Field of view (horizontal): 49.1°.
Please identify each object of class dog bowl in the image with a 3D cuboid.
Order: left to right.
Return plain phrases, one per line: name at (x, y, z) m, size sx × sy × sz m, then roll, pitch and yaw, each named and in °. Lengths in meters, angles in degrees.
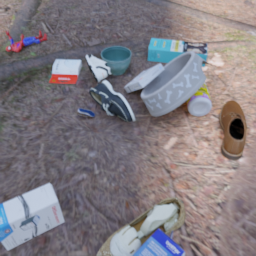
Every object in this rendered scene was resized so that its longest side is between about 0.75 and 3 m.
dog bowl at (1.701, -1.754, 10.731) m, size 0.858 × 2.927 × 2.927 m, roll 46°, pitch 47°, yaw -17°

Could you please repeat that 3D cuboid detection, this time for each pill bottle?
pill bottle at (2.823, -1.367, 11.509) m, size 0.928 × 0.928 × 1.779 m, roll 1°, pitch 45°, yaw 1°

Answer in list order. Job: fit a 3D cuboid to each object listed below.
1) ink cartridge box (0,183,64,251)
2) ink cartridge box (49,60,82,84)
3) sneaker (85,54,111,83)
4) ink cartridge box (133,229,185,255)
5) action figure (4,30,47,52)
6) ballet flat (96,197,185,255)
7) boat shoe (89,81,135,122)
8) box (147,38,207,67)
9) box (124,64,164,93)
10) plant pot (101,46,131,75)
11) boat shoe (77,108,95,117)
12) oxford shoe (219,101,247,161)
ink cartridge box at (-2.669, 2.374, 7.533) m, size 1.644 × 1.204 × 0.706 m, roll -21°, pitch 49°, yaw -20°
ink cartridge box at (-2.967, -2.676, 13.226) m, size 1.260 × 0.372 × 1.575 m, roll 3°, pitch 43°, yaw 3°
sneaker at (-1.314, -2.680, 12.267) m, size 0.782 × 0.721 × 1.955 m, roll -25°, pitch 47°, yaw -7°
ink cartridge box at (0.453, 3.342, 6.349) m, size 2.194 × 1.497 × 0.838 m, roll -34°, pitch 55°, yaw -29°
action figure at (-5.544, -4.826, 14.917) m, size 0.756 × 1.147 × 2.317 m, roll 32°, pitch 55°, yaw 29°
ballet flat at (0.331, 2.726, 7.349) m, size 2.988 × 0.975 × 1.053 m, roll -31°, pitch 52°, yaw -27°
boat shoe at (-0.675, -0.917, 10.924) m, size 0.872 × 1.093 × 2.890 m, roll -28°, pitch 35°, yaw -12°
box at (2.491, -3.816, 14.136) m, size 2.874 × 0.706 × 1.182 m, roll 8°, pitch 45°, yaw 8°
box at (0.630, -2.039, 11.659) m, size 1.270 × 0.335 × 1.629 m, roll -42°, pitch 13°, yaw -17°
plant pot at (-0.545, -3.091, 13.239) m, size 1.411 × 0.945 × 1.411 m, roll 0°, pitch 44°, yaw 0°
boat shoe at (-1.673, -0.562, 11.022) m, size 0.750 × 0.272 × 0.271 m, roll 19°, pitch 47°, yaw -34°
oxford shoe at (3.959, -0.202, 10.296) m, size 1.030 × 1.030 × 2.889 m, roll 7°, pitch 43°, yaw 9°
